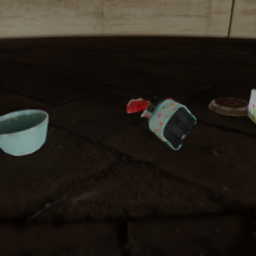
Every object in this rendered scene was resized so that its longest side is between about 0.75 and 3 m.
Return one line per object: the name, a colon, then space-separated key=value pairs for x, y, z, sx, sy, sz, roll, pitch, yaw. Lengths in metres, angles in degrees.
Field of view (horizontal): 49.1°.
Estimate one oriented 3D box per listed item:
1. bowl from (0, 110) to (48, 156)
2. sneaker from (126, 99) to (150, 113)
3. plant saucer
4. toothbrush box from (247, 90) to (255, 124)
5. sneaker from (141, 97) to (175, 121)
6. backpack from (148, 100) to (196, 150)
bowl: x=-3.607 y=0.224 z=9.481 sx=1.954 sy=1.022 sz=1.954 roll=-4 pitch=26 yaw=2
sneaker: x=0.599 y=-1.006 z=12.926 sx=0.851 sy=0.577 sz=1.473 roll=13 pitch=28 yaw=30
plant saucer: x=4.891 y=-1.070 z=13.379 sx=2.009 sy=0.322 sz=2.009 roll=-1 pitch=24 yaw=0
toothbrush box: x=5.660 y=-0.773 z=11.586 sx=0.718 sy=1.215 sz=1.669 roll=1 pitch=25 yaw=3
sneaker: x=1.619 y=-0.576 z=10.685 sx=2.409 sy=1.040 sz=0.968 roll=7 pitch=19 yaw=-48
backpack: x=1.371 y=-0.195 z=9.175 sx=1.178 sy=1.351 sz=1.537 roll=38 pitch=0 yaw=33
